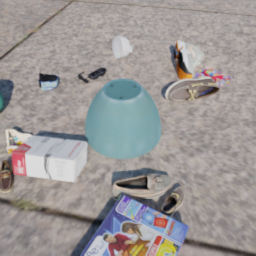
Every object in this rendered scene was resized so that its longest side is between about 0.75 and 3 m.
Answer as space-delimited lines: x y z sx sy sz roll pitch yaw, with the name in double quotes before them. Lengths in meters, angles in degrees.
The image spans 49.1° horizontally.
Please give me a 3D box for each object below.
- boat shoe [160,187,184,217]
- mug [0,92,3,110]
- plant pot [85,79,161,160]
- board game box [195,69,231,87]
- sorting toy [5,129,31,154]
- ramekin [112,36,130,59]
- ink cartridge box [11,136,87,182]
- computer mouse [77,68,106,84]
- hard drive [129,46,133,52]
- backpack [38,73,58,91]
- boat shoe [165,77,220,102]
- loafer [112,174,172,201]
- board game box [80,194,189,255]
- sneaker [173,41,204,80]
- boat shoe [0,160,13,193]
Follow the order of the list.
"boat shoe" 1.251 2.034 7.776 0.415 0.344 1.156 27 49 26
"mug" -5.665 -0.955 10.392 1.917 1.185 1.575 -17 42 -11
"plant pot" -0.179 -0.567 9.522 2.737 1.844 2.737 0 42 0
"board game box" 3.867 -2.396 12.652 1.572 0.306 1.242 18 46 18
"sorting toy" -3.656 0.471 9.448 0.826 0.490 0.917 -8 41 -20
"ramekin" -0.339 -4.001 13.914 0.497 1.067 1.067 -10 42 -30
"ink cartridge box" -2.283 0.895 8.416 1.842 0.763 1.352 6 21 7
"computer mouse" -1.644 -2.387 12.692 1.292 0.297 0.907 -37 50 -27
"hard drive" -0.207 -4.155 14.714 0.872 0.116 0.575 3 42 3
"backpack" -3.397 -1.959 11.963 0.782 0.574 0.715 -4 44 -11
"boat shoe" 2.631 -1.486 11.289 2.362 0.848 0.703 -15 41 -23
"loafer" 0.434 1.651 8.022 1.825 0.574 0.656 -10 43 -11
"board game box" -0.039 3.110 6.477 1.958 0.499 2.893 21 47 22
"sneaker" 2.944 -3.192 13.002 1.341 1.103 2.915 4 44 -1
"boat shoe" -3.685 1.426 8.396 0.404 0.403 1.119 -9 43 -10
